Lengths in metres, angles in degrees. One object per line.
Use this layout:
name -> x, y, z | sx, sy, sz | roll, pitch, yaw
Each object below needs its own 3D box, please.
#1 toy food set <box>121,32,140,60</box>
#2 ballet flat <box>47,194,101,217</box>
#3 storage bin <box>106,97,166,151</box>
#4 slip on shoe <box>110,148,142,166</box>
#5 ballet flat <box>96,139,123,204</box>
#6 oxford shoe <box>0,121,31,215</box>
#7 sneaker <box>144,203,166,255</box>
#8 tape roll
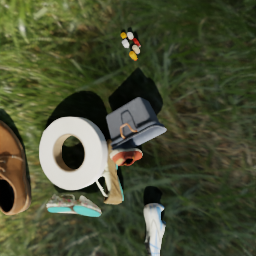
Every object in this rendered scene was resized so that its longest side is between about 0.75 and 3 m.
toy food set -> 0.119, -2.567, 8.680 | 0.423, 0.398, 0.885 | -31, 69, 12
ballet flat -> -1.512, 2.147, 7.937 | 1.584, 0.599, 0.506 | 5, 49, 3
storage bin -> 0.090, -0.121, 7.883 | 1.541, 1.122, 1.035 | -30, 69, 23
slip on shoe -> 0.006, 0.860, 7.953 | 0.520, 1.403, 0.429 | -41, 68, 20
ballet flat -> -0.626, 1.320, 8.219 | 0.695, 0.651, 1.920 | -9, 91, -21
oxford shoe -> -3.592, 1.080, 8.082 | 1.032, 1.031, 2.892 | -21, 85, 1
sneaker -> 0.809, 3.088, 8.143 | 0.642, 0.637, 1.772 | -2, 91, -10
tape roll -> -1.602, 0.705, 8.036 | 2.109, 0.385, 2.109 | 0, 91, 21
